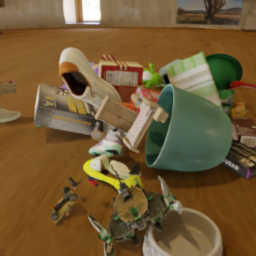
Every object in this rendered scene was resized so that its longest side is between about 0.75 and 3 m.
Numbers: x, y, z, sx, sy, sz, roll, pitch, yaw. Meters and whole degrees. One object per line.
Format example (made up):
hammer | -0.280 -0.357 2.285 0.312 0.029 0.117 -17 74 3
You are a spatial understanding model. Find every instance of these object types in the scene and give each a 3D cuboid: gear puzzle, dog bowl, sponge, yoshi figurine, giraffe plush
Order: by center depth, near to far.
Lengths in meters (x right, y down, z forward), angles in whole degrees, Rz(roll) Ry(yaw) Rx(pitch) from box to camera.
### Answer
dog bowl | 1.057 2.151 5.389 1.558 0.457 1.558 1 25 0
gear puzzle | -5.013 -1.471 10.303 1.708 0.885 0.224 -9 71 -26
giraffe plush | 4.050 -0.579 10.894 0.832 0.885 1.026 8 17 33
sponge | -2.295 -2.171 13.141 2.716 0.405 1.515 -25 14 15
yoshi figurine | 1.184 -2.754 15.199 2.142 1.204 1.199 22 49 34

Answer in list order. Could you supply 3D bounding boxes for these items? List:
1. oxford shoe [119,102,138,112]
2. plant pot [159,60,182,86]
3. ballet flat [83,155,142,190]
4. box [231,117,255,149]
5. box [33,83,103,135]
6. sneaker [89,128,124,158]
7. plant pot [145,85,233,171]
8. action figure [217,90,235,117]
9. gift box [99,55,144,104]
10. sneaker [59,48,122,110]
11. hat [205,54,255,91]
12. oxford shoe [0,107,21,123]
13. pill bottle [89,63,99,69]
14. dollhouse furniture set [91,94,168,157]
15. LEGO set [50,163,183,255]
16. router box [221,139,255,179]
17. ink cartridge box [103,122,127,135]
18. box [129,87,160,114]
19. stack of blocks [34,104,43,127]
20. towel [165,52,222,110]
oxford shoe | -0.022 -0.694 8.951 0.819 0.292 0.298 16 33 27
plant pot | 2.224 -2.514 13.382 1.281 1.285 1.309 -27 33 8
ballet flat | -0.462 1.076 7.270 2.055 0.689 0.687 21 45 40
box | 3.987 0.138 9.593 0.730 0.546 1.458 4 24 10
box | -2.292 -0.758 10.534 2.266 0.692 2.861 12 20 -20
sneaker | -0.562 0.393 8.230 1.342 0.522 0.939 -13 48 45
plant pot | 1.684 0.158 7.704 1.845 2.299 2.299 14 24 -7
action figure | 2.631 -0.968 11.345 2.924 0.799 1.727 6 58 32
gift box | -0.507 -1.885 11.345 2.066 1.907 1.930 7 17 -8
sneaker | -1.222 -1.073 8.979 1.061 2.913 1.233 -20 45 27
hat | 3.596 -1.586 11.300 2.088 2.520 2.219 12 51 5
oxford shoe | -5.356 -0.596 11.079 2.102 0.607 0.790 2 22 0
pill bottle | -2.303 -3.263 16.219 1.885 1.056 1.056 20 31 35
dollhouse furniture set | -0.200 -0.018 7.532 1.151 2.010 2.357 26 9 -16
LEGO set | -0.195 1.667 5.829 2.918 0.827 1.895 12 53 42
router box | 3.277 0.867 8.222 1.047 0.359 1.404 -13 28 -26
ink cartridge box | -0.182 -0.183 10.221 1.322 0.560 0.955 2 25 7
box | 0.998 -0.809 10.403 1.697 0.810 0.846 12 30 -34
stack of blocks | -3.264 -0.549 11.152 0.839 0.427 1.457 -7 26 -15
towel | 2.431 -1.484 10.381 1.637 2.194 0.337 -16 6 37
